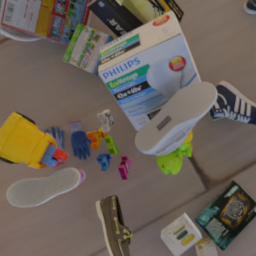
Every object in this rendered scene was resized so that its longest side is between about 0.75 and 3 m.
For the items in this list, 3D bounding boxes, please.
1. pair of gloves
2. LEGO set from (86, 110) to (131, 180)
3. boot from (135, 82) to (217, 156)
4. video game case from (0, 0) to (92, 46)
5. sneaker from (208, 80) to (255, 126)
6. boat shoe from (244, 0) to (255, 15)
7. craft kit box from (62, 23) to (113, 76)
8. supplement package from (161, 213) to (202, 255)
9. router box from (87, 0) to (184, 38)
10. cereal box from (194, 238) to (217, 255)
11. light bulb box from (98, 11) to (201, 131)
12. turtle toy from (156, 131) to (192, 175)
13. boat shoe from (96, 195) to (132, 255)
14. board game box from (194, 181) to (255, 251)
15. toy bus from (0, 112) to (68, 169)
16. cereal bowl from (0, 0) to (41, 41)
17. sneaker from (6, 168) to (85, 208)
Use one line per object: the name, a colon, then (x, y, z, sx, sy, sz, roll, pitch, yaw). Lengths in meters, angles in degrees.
pair of gloves: (-2.045, 0.521, 9.519, 1.740, 0.198, 1.399, -15, 84, -1)
LEGO set: (-0.634, 0.454, 8.922, 0.890, 0.957, 2.333, -9, 115, 22)
boot: (1.294, -0.148, 7.085, 2.368, 1.132, 0.871, -38, 62, 18)
video game case: (-2.630, -3.972, 9.304, 2.773, 0.242, 1.983, 12, 99, -22)
sneaker: (3.514, -0.448, 9.139, 1.224, 0.791, 2.257, -41, 68, -9)
boat shoe: (5.051, -4.347, 9.968, 1.694, 0.601, 0.611, -1, 82, 0)
craft kit box: (-1.354, -2.616, 9.351, 1.348, 0.331, 1.365, 27, 95, 16)
supplement package: (1.641, 3.325, 8.748, 0.993, 0.748, 0.753, -39, 81, 4)
router box: (0.355, -3.430, 8.160, 2.638, 0.689, 2.074, 36, 66, -33)
cereal box: (2.541, 4.059, 9.033, 0.635, 0.174, 0.882, -11, 83, -3)
light bulb box: (0.686, -1.443, 7.588, 2.221, 2.241, 1.398, -22, 40, 17)
turtle toy: (1.384, 0.319, 8.686, 1.146, 1.653, 2.268, -7, 66, 10)
boat shoe: (-0.303, 3.052, 8.259, 0.695, 0.831, 2.324, -28, 51, 3)
board game box: (3.234, 2.805, 9.083, 1.872, 0.264, 1.266, -41, 82, -10)
toy bus: (-2.542, 0.561, 7.711, 1.815, 1.891, 1.283, 25, 77, -4)
cereal bowl: (-3.650, -4.282, 9.282, 1.120, 2.688, 2.688, 27, 80, 48)
sneaker: (-2.230, 1.678, 7.959, 2.129, 1.214, 0.772, -15, 84, 3)
